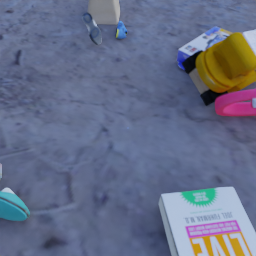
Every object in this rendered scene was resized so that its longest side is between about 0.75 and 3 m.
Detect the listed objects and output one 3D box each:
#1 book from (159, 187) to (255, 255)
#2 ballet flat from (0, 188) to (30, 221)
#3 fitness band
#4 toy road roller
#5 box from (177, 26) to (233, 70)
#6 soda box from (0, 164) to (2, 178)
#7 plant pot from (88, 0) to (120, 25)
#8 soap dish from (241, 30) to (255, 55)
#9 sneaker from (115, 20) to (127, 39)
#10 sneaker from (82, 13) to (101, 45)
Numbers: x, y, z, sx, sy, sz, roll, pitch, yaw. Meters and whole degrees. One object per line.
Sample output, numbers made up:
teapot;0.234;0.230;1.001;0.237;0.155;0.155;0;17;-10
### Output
book;1.809;2.526;5.678;1.787;0.643;2.675;-5;45;-8
ballet flat;-3.090;1.623;6.450;1.905;0.641;0.670;8;30;4
fitness band;3.810;-0.678;7.741;2.707;1.944;0.507;-1;86;3
toy road roller;3.169;-1.972;8.425;2.685;1.960;1.650;-27;86;-27
box;3.186;-2.850;10.582;1.690;0.589;2.839;36;55;28
soda box;-3.577;0.984;6.460;0.457;1.337;0.425;-4;76;18
plant pot;-1.115;-5.599;12.666;1.387;1.228;1.386;4;47;2
soap dish;4.646;-2.647;9.930;1.315;0.679;1.672;-16;73;-21
sneaker;-0.267;-4.170;11.959;0.469;0.394;1.195;10;46;-9
sneaker;-1.391;-3.978;11.320;0.489;0.571;1.312;-22;91;7
